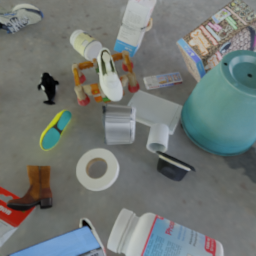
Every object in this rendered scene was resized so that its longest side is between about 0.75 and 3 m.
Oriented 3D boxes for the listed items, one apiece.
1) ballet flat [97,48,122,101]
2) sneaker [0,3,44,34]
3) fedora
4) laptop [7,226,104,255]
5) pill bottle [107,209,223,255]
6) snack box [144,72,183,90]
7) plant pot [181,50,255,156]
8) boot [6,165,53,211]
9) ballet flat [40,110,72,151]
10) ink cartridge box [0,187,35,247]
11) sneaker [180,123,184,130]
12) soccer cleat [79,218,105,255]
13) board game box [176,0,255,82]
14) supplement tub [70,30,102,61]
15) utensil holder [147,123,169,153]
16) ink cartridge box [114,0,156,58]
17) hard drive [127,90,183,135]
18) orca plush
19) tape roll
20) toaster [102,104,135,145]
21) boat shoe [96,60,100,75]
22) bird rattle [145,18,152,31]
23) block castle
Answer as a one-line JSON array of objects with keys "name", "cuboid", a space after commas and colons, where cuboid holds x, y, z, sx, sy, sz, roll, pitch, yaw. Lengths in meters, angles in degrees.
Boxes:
[{"name": "ballet flat", "cuboid": [-0.710, -1.980, 10.099, 0.735, 0.735, 2.118, -12, 68, -8]}, {"name": "sneaker", "cuboid": [-5.540, -5.163, 13.666, 2.887, 1.112, 1.230, -3, 67, 7]}, {"name": "fedora", "cuboid": [1.474, 1.349, 9.354, 1.508, 1.508, 0.689, 25, 90, 15]}, {"name": "laptop", "cuboid": [-1.599, 3.813, 7.036, 2.100, 1.300, 2.243, -19, 80, -5]}, {"name": "pill bottle", "cuboid": [0.965, 3.353, 7.744, 2.879, 1.566, 1.566, 21, 60, 11]}, {"name": "snack box", "cuboid": [1.505, -2.031, 12.024, 1.575, 0.192, 0.566, -10, 57, -6]}, {"name": "plant pot", "cuboid": [3.611, -0.978, 9.644, 2.993, 2.812, 2.993, 2, 58, -4]}, {"name": "boot", "cuboid": [-3.190, 1.868, 9.109, 1.434, 0.522, 1.523, 0, 56, -24]}, {"name": "ballet flat", "cuboid": [-2.766, 0.090, 10.420, 0.639, 0.637, 1.908, -6, 43, 38]}, {"name": "ink cartridge box", "cuboid": [-4.305, 2.691, 8.370, 1.937, 0.599, 2.388, 23, 44, 14]}, {"name": "sneaker", "cuboid": [2.534, -0.501, 10.779, 1.402, 0.634, 0.466, -38, 64, -21]}, {"name": "soccer cleat", "cuboid": [-1.095, 3.333, 8.337, 0.481, 0.597, 1.402, -23, 60, -14]}, {"name": "board game box", "cuboid": [3.614, -3.190, 11.016, 2.746, 2.189, 1.330, -36, 61, 10]}, {"name": "supplement tub", "cuboid": [-1.919, -3.763, 12.686, 0.943, 0.943, 1.300, -38, 66, -22]}, {"name": "utensil holder", "cuboid": [1.099, 0.374, 10.178, 0.731, 0.731, 0.860, 10, 55, 6]}, {"name": "ink cartridge box", "cuboid": [0.382, -4.633, 11.893, 0.937, 2.763, 1.603, 23, 39, 0]}, {"name": "hard drive", "cuboid": [1.018, -0.663, 11.099, 2.066, 0.276, 1.363, 22, 60, 14]}, {"name": "orca plush", "cuboid": [-3.392, -1.757, 11.600, 0.898, 0.607, 1.708, -1, 57, -1]}, {"name": "tape roll", "cuboid": [-1.054, 1.415, 9.621, 1.480, 0.270, 1.480, -5, 60, 9]}, {"name": "toaster", "cuboid": [-0.314, -0.156, 9.929, 1.110, 1.718, 0.976, 2, 41, 2]}, {"name": "boat shoe", "cuboid": [-1.290, -2.701, 12.366, 0.347, 0.341, 0.978, -28, 61, -17]}, {"name": "bird rattle", "cuboid": [0.624, -5.224, 13.807, 1.160, 0.801, 1.423, 18, 61, -8]}, {"name": "block castle", "cuboid": [-0.905, -1.912, 11.241, 2.541, 1.192, 1.698, -15, 58, 0]}]
